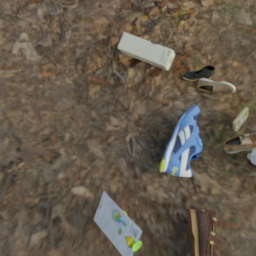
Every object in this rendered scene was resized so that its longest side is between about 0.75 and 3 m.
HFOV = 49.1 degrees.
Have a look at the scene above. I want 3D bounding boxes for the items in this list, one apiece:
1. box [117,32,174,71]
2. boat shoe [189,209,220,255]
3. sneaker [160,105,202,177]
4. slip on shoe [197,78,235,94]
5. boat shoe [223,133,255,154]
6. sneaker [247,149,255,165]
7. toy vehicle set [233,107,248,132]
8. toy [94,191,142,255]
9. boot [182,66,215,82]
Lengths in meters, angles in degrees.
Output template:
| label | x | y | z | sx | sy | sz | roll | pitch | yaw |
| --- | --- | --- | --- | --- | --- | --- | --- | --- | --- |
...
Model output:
| label | x | y | z | sx | sy | sz | roll | pitch | yaw |
| --- | --- | --- | --- | --- | --- | --- | --- | --- | --- |
| box | 0.713 | -2.981 | 10.957 | 2.081 | 0.855 | 0.711 | 25 | 97 | 12 |
| boat shoe | 2.069 | 3.353 | 7.326 | 0.876 | 0.876 | 2.490 | 4 | 59 | 6 |
| sneaker | 1.909 | 0.440 | 9.094 | 1.068 | 0.960 | 2.597 | 21 | 69 | 12 |
| slip on shoe | 3.206 | -1.465 | 10.291 | 1.333 | 0.507 | 0.404 | 20 | 52 | 18 |
| boat shoe | 3.704 | 0.443 | 8.947 | 1.325 | 0.476 | 0.502 | -23 | 44 | 17 |
| sneaker | 4.060 | 0.862 | 8.607 | 0.516 | 1.282 | 0.490 | 41 | 75 | 17 |
| toy vehicle set | 3.885 | -0.293 | 9.673 | 0.102 | 0.478 | 0.769 | 32 | 72 | 38 |
| toy | -0.225 | 2.583 | 7.490 | 0.408 | 0.994 | 1.726 | 8 | 19 | -39 |
| boot | 2.683 | -2.135 | 10.676 | 1.120 | 0.775 | 0.434 | -4 | 72 | 0 |
